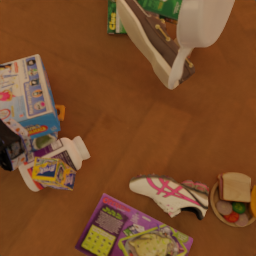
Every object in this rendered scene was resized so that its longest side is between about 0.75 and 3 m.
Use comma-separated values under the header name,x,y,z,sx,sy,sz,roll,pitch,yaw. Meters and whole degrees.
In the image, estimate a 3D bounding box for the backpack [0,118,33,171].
name,x,y,z,sx,sy,sz,roll,pitch,yaw
backpack,-2.674,0.383,6.285,0.858,1.061,1.113,-26,49,-36

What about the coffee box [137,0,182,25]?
name,x,y,z,sx,sy,sz,roll,pitch,yaw
coffee box,1.539,-3.812,8.254,2.355,0.518,1.448,18,94,6

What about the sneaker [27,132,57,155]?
name,x,y,z,sx,sy,sz,roll,pitch,yaw
sneaker,-3.024,0.441,8.156,2.054,0.778,0.791,-28,39,-11

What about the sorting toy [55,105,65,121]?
name,x,y,z,sx,sy,sz,roll,pitch,yaw
sorting toy,-3.532,-0.480,8.914,2.956,0.403,1.665,-12,64,-6

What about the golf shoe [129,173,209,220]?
name,x,y,z,sx,sy,sz,roll,pitch,yaw
golf shoe,1.081,1.844,7.571,2.203,0.800,1.015,10,65,5

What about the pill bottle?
name,x,y,z,sx,sy,sz,roll,pitch,yaw
pill bottle,-2.040,0.943,7.884,1.816,1.021,1.021,-27,67,-12

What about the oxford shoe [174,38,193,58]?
name,x,y,z,sx,sy,sz,roll,pitch,yaw
oxford shoe,2.032,-3.120,9.914,0.869,0.906,2.455,35,69,16

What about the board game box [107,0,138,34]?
name,x,y,z,sx,sy,sz,roll,pitch,yaw
board game box,-0.070,-4.802,10.306,1.356,0.304,2.588,2,99,-2

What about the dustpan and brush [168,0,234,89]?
name,x,y,z,sx,sy,sz,roll,pitch,yaw
dustpan and brush,1.552,-2.193,6.470,0.820,2.866,2.000,24,26,31

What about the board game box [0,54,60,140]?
name,x,y,z,sx,sy,sz,roll,pitch,yaw
board game box,-3.699,-0.730,8.288,2.806,0.801,2.866,-18,51,-8

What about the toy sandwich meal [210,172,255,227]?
name,x,y,z,sx,sy,sz,roll,pitch,yaw
toy sandwich meal,2.978,1.932,7.685,1.496,0.512,1.496,0,64,0

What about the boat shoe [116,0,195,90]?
name,x,y,z,sx,sy,sz,roll,pitch,yaw
boat shoe,0.743,-2.503,7.842,0.873,1.054,2.934,-34,86,-6

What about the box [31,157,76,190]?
name,x,y,z,sx,sy,sz,roll,pitch,yaw
box,-1.255,0.826,4.884,0.407,1.161,0.373,4,72,5

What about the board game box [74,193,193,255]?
name,x,y,z,sx,sy,sz,roll,pitch,yaw
board game box,0.160,3.001,7.264,2.648,0.428,1.589,25,71,11
